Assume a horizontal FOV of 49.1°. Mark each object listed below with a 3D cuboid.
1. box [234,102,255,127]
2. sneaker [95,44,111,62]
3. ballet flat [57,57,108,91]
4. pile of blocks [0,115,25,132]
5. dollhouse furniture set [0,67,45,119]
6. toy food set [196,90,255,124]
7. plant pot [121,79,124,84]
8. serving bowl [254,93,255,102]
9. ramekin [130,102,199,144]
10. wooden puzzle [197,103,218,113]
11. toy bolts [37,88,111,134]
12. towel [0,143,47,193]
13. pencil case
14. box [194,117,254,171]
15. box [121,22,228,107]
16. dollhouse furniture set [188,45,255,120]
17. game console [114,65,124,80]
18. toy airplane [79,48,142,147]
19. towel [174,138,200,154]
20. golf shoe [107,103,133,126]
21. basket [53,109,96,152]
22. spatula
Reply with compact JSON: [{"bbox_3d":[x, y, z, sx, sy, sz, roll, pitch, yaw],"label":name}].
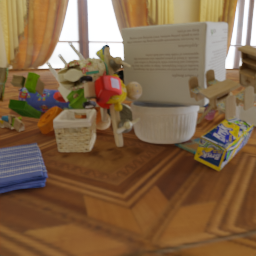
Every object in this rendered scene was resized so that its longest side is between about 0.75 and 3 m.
[{"bbox_3d":[5.297,-0.576,11.429,1.733,0.845,1.078,1,15,7],"label":"box"},{"bbox_3d":[-0.740,-2.481,9.438,0.400,0.555,1.056,42,5,5],"label":"sneaker"},{"bbox_3d":[-1.760,-1.747,9.169,0.943,1.116,2.951,-18,9,-33],"label":"ballet flat"},{"bbox_3d":[-4.443,-0.260,10.810,1.458,0.599,0.453,9,18,30],"label":"pile of blocks"},{"bbox_3d":[-3.416,-1.032,8.055,1.776,1.163,0.891,8,-12,9],"label":"dollhouse furniture set"},{"bbox_3d":[4.055,-1.033,11.815,2.899,1.843,0.457,-16,63,-31],"label":"toy food set"},{"bbox_3d":[-0.692,-1.938,13.368,1.390,1.404,1.404,15,22,39],"label":"plant pot"},{"bbox_3d":[6.442,-1.189,12.280,2.335,0.768,2.335,22,-21,9],"label":"serving bowl"},{"bbox_3d":[1.209,-0.268,9.471,2.274,1.193,2.274,-1,12,0],"label":"ramekin"},{"bbox_3d":[3.754,-1.221,14.449,1.894,0.473,2.045,13,20,37],"label":"wooden puzzle"},{"bbox_3d":[-2.042,-0.513,11.043,2.486,1.805,2.603,-40,30,5],"label":"toy bolts"},{"bbox_3d":[-3.117,1.007,7.033,1.919,0.316,2.651,-8,16,-20],"label":"towel"},{"bbox_3d":[-3.800,-1.343,13.520,2.883,1.125,1.252,3,56,7],"label":"pencil case"},{"bbox_3d":[2.729,0.364,7.851,0.772,0.708,2.203,27,32,31],"label":"box"},{"bbox_3d":[1.658,-2.224,9.474,2.787,2.399,2.800,7,20,30],"label":"box"},{"bbox_3d":[2.378,-1.147,6.512,1.510,0.982,1.387,-24,34,-12],"label":"dollhouse furniture set"},{"bbox_3d":[-0.194,-2.059,10.457,1.185,0.699,0.143,-28,-12,-31],"label":"game console"},{"bbox_3d":[-0.393,-0.954,8.455,1.663,2.357,2.346,-9,37,3],"label":"toy airplane"},{"bbox_3d":[2.258,0.601,8.567,1.050,0.155,1.431,-8,17,-29],"label":"towel"},{"bbox_3d":[-0.270,-0.646,11.693,1.196,0.963,2.459,-6,17,-40],"label":"golf shoe"},{"bbox_3d":[-1.621,0.059,8.888,1.122,1.021,1.655,0,15,0],"label":"basket"},{"bbox_3d":[-2.276,-2.350,11.170,2.565,1.783,0.206,53,8,35],"label":"spatula"}]
